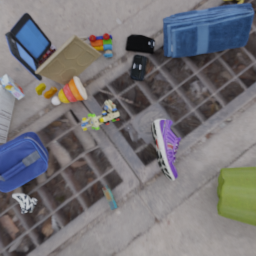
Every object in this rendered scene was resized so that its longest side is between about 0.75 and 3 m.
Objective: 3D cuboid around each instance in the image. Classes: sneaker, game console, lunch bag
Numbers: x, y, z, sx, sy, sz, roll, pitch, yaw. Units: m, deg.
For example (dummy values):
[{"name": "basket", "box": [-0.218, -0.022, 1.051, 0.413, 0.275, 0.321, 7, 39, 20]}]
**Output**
[{"name": "sneaker", "box": [-3.400, 2.480, 9.051, 0.334, 0.836, 0.544, -18, 50, 32]}, {"name": "sneaker", "box": [1.401, 0.693, 9.406, 0.885, 0.855, 2.120, -8, 79, -7]}, {"name": "game console", "box": [-3.089, -2.595, 9.139, 0.951, 1.607, 1.371, -29, 61, 4]}, {"name": "lunch bag", "box": [-3.553, 1.093, 8.872, 1.901, 1.258, 1.291, -31, 106, -5]}, {"name": "game console", "box": [0.371, -2.595, 10.299, 1.066, 0.218, 1.807, 9, 77, 2]}]

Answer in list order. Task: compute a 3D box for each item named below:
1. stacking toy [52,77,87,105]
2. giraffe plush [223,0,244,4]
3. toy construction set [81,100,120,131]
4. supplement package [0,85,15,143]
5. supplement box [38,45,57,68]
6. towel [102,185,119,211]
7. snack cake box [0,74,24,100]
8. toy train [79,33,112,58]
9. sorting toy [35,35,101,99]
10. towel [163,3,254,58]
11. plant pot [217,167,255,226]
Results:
[{"name": "stacking toy", "box": [-2.119, -1.165, 9.734, 1.213, 0.886, 0.886, -25, 80, 1]}, {"name": "giraffe plush", "box": [4.242, -5.262, 10.541, 0.953, 1.014, 1.175, -37, 70, -28]}, {"name": "toy construction set", "box": [-0.850, -0.379, 9.461, 1.436, 0.942, 0.662, -42, 112, -34]}, {"name": "supplement package", "box": [-4.661, -0.474, 9.472, 1.028, 0.990, 1.808, 7, 79, 9]}, {"name": "supplement box", "box": [-3.124, -2.690, 10.243, 0.522, 0.292, 0.960, 40, 79, 13]}, {"name": "towel", "box": [-0.607, 2.302, 9.212, 0.087, 0.591, 0.806, -20, 76, -30]}, {"name": "snack cake box", "box": [-3.923, -1.384, 9.515, 0.270, 0.804, 0.462, -36, 52, 0]}, {"name": "toy train", "box": [-1.254, -2.946, 10.263, 1.407, 0.596, 0.814, -5, 96, 3]}, {"name": "sorting toy", "box": [-2.224, -1.940, 9.257, 2.491, 1.856, 0.334, -38, 74, 15]}, {"name": "towel", "box": [2.677, -3.235, 9.604, 2.969, 1.658, 0.721, -8, 53, 4]}, {"name": "plant pot", "box": [3.968, 2.089, 8.587, 2.300, 2.422, 2.422, 4, 79, 14]}]
